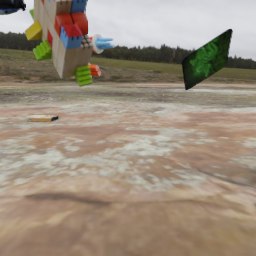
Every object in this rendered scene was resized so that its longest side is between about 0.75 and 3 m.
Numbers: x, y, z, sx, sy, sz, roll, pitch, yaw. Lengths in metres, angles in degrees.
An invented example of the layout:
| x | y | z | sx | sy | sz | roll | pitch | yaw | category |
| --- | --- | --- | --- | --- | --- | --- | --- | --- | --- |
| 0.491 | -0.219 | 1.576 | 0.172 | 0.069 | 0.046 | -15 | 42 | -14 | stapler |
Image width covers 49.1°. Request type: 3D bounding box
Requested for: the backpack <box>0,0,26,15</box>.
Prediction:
| x | y | z | sx | sy | sz | roll | pitch | yaw | category |
| --- | --- | --- | --- | --- | --- | --- | --- | --- | --- |
| -4.047 | -4.020 | 8.505 | 0.967 | 1.204 | 1.316 | -2 | 22 | 42 | backpack |

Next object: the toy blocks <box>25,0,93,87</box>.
| x | y | z | sx | sy | sz | roll | pitch | yaw | category |
| --- | --- | --- | --- | --- | --- | --- | --- | --- | --- |
| -1.660 | -2.759 | 7.072 | 1.453 | 2.908 | 1.988 | -18 | -21 | -28 | toy blocks |

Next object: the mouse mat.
| x | y | z | sx | sy | sz | roll | pitch | yaw | category |
| --- | --- | --- | --- | --- | --- | --- | --- | --- | --- |
| 2.329 | -1.934 | 8.318 | 1.607 | 0.075 | 1.997 | -33 | -24 | 3 | mouse mat |

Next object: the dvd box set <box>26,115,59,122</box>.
| x | y | z | sx | sy | sz | roll | pitch | yaw | category |
| --- | --- | --- | --- | --- | --- | --- | --- | --- | --- |
| -3.039 | -0.347 | 9.995 | 0.917 | 0.135 | 0.671 | 2 | 10 | 10 | dvd box set |

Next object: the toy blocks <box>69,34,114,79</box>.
| x | y | z | sx | sy | sz | roll | pitch | yaw | category |
| --- | --- | --- | --- | --- | --- | --- | --- | --- | --- |
| -1.473 | -2.770 | 11.013 | 2.076 | 1.731 | 0.754 | 6 | 17 | 29 | toy blocks |
